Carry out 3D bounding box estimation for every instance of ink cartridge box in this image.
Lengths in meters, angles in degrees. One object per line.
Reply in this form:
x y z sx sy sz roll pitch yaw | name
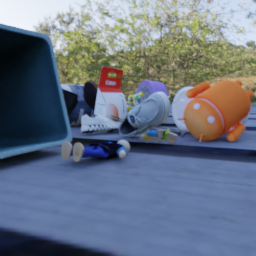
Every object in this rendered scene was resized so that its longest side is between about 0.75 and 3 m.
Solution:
-0.556 -1.130 11.068 0.593 2.364 1.917 17 12 22 | ink cartridge box

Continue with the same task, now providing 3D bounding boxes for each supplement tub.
-2.627 -0.974 12.126 2.587 1.815 1.815 -5 8 -34 | supplement tub
3.029 -0.674 10.341 2.462 1.624 1.624 -3 7 -27 | supplement tub

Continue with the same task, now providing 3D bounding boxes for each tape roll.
1.161 -1.397 14.573 0.866 2.038 2.038 3 5 -25 | tape roll

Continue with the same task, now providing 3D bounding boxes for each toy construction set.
-0.182 -1.194 14.020 2.052 1.346 0.945 2 -2 -20 | toy construction set

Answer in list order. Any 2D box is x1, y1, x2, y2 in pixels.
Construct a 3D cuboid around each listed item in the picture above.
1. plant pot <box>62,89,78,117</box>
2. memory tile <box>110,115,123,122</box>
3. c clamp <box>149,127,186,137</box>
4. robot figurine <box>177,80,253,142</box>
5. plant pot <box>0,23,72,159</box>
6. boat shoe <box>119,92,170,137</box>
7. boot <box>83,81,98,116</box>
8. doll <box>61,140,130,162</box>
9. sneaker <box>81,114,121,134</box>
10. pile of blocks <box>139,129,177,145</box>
-1.988 -0.683 8.205 0.817 0.727 0.819 20 -13 -5 | plant pot
-0.076 -0.197 10.470 1.066 0.117 1.391 17 -4 12 | memory tile
1.341 0.074 9.799 1.495 0.202 1.277 9 6 27 | c clamp
2.675 -0.506 8.431 2.409 1.733 1.405 -32 19 -21 | robot figurine
-3.306 -0.560 6.192 2.675 2.626 2.619 -12 0 31 | plant pot
0.385 -0.257 8.275 0.841 0.824 2.361 -20 -12 -29 | boat shoe
-1.202 -1.296 11.407 0.794 2.125 1.030 5 50 18 | boot
-0.526 0.474 5.893 1.135 0.403 1.663 4 2 37 | doll
-0.902 -0.173 9.905 1.639 0.664 0.616 -2 -14 -35 | sneaker
0.860 0.165 7.762 1.107 0.454 0.344 2 34 27 | pile of blocks
